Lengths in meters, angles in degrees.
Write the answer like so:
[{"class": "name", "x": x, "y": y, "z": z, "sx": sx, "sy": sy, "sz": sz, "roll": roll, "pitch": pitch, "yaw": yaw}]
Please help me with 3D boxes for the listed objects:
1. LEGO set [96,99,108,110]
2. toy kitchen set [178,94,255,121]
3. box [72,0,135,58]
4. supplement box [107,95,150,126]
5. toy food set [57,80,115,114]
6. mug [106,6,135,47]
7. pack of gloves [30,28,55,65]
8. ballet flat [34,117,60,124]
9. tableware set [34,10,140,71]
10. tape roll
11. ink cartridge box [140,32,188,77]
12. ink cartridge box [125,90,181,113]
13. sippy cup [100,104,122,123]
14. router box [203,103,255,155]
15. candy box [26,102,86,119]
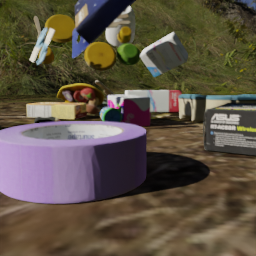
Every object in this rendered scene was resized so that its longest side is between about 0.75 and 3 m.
[{"class": "LEGO set", "x": -1.449, "y": -1.105, "z": 14.364, "sx": 1.655, "sy": 0.722, "sz": 2.548, "roll": 7, "pitch": -12, "yaw": -36}, {"class": "toy kitchen set", "x": 3.734, "y": -1.143, "z": 10.352, "sx": 2.960, "sy": 1.744, "sz": 2.372, "roll": -3, "pitch": 9, "yaw": -21}, {"class": "box", "x": -0.264, "y": -2.350, "z": 4.848, "sx": 0.386, "sy": 2.380, "sz": 1.442, "roll": 38, "pitch": 23, "yaw": -33}, {"class": "supplement box", "x": -0.021, "y": -0.626, "z": 9.604, "sx": 0.961, "sy": 0.941, "sz": 1.860, "roll": -3, "pitch": 9, "yaw": -21}, {"class": "toy food set", "x": -2.050, "y": -1.196, "z": 12.829, "sx": 2.825, "sy": 0.923, "sz": 1.662, "roll": -6, "pitch": -32, "yaw": 32}, {"class": "mug", "x": -0.437, "y": -3.900, "z": 10.266, "sx": 1.462, "sy": 1.080, "sz": 1.282, "roll": 23, "pitch": -30, "yaw": 8}, {"class": "pack of gloves", "x": -2.113, "y": -2.040, "z": 7.072, "sx": 0.190, "sy": 0.962, "sz": 0.808, "roll": 18, "pitch": 12, "yaw": -42}, {"class": "ballet flat", "x": -2.774, "y": -0.232, "z": 9.607, "sx": 0.884, "sy": 0.294, "sz": 0.251, "roll": 0, "pitch": 50, "yaw": 9}, {"class": "tableware set", "x": -1.175, "y": -2.493, "z": 8.261, "sx": 2.939, "sy": 1.980, "sz": 0.451, "roll": -13, "pitch": -12, "yaw": -15}, {"class": "tape roll", "x": -0.759, "y": 0.348, "z": 3.958, "sx": 2.044, "sy": 0.671, "sz": 2.044, "roll": 1, "pitch": 9, "yaw": 0}, {"class": "ink cartridge box", "x": 1.532, "y": -3.077, "z": 11.864, "sx": 1.642, "sy": 1.187, "sz": 0.695, "roll": -21, "pitch": 30, "yaw": 36}, {"class": "ink cartridge box", "x": 1.158, "y": -1.357, "z": 14.042, "sx": 2.605, "sy": 1.079, "sz": 1.899, "roll": -1, "pitch": 8, "yaw": -4}, {"class": "sippy cup", "x": -0.586, "y": -0.377, "z": 8.694, "sx": 0.801, "sy": 0.629, "sz": 0.587, "roll": -13, "pitch": 21, "yaw": -23}, {"class": "router box", "x": 3.164, "y": -0.006, "z": 5.623, "sx": 2.780, "sy": 0.864, "sz": 2.083, "roll": 4, "pitch": 9, "yaw": 30}, {"class": "candy box", "x": -2.891, "y": -0.721, "z": 11.456, "sx": 2.091, "sy": 0.578, "sz": 1.207, "roll": 2, "pitch": 9, "yaw": 14}]
